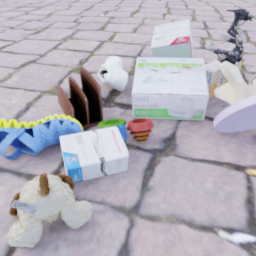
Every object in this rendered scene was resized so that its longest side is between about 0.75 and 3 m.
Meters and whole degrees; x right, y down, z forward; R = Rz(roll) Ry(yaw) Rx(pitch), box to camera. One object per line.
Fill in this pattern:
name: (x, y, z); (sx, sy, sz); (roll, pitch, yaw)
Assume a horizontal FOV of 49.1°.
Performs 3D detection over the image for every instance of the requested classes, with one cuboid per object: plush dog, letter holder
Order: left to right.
plush dog: (-1.878, 1.525, 6.183); (1.802, 1.446, 1.547); (-17, 14, -24)
letter holder: (-1.740, -1.146, 9.696); (1.053, 1.488, 2.094); (-14, 37, -22)

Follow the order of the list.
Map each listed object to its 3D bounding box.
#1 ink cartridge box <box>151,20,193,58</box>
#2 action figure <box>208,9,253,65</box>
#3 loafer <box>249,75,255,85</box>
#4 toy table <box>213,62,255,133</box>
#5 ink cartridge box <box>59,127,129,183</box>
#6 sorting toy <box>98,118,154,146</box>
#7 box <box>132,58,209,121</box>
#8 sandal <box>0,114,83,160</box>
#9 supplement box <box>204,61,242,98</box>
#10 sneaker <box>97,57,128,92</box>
ink cartridge box: (2.045, -3.536, 12.590); (1.642, 1.635, 2.260); (-5, 42, 17)
action figure: (3.684, -3.088, 10.225); (1.189, 2.331, 1.385); (23, 36, 27)
loafer: (5.734, -1.640, 10.518); (2.717, 0.977, 0.854); (-5, 20, -29)
toy table: (3.607, -0.963, 8.365); (2.494, 2.293, 1.461); (-22, 59, 38)
ink cartridge box: (-0.925, 0.704, 7.582); (1.630, 0.686, 1.178); (-10, 46, -15)
sorting toy: (-0.078, 0.167, 8.657); (1.763, 0.723, 1.059); (-1, 17, 19)
box: (1.464, -1.452, 9.999); (2.491, 1.205, 2.198); (2, 47, 5)
sandal: (-2.628, 0.337, 8.117); (2.638, 1.048, 1.148); (-8, 47, -3)
supplement box: (3.685, -2.062, 11.332); (1.854, 1.169, 0.682); (-24, 41, -29)
sneaker: (-0.760, -2.449, 11.814); (1.045, 0.917, 2.608); (10, 29, -21)
